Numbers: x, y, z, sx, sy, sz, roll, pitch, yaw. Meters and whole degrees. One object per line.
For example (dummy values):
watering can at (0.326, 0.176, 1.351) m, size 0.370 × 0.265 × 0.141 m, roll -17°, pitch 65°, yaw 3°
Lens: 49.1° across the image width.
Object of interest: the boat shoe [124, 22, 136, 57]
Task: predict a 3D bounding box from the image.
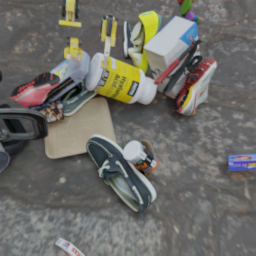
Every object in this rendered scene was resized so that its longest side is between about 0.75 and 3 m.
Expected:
boat shoe at (0.086, -3.812, 12.091) m, size 0.544 × 0.682 × 1.804 m, roll -2°, pitch 70°, yaw 0°

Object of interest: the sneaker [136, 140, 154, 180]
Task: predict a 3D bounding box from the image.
sneaker at (0.487, 1.050, 8.562) m, size 0.477 × 1.355 × 0.512 m, roll 8°, pitch 21°, yaw 32°

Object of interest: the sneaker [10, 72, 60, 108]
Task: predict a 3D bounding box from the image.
sneaker at (-2.674, -1.103, 8.459) m, size 1.677 × 0.727 × 0.618 m, roll -19°, pitch 44°, yaw 17°

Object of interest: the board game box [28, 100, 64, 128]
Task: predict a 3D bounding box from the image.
board game box at (-2.613, -0.449, 9.012) m, size 1.066 × 0.722 × 0.184 m, roll -18°, pitch 47°, yaw -25°

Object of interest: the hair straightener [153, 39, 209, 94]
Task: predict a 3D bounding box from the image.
hair straightener at (1.860, -1.941, 9.060) m, size 0.927 × 0.493 × 2.409 m, roll 46°, pitch 72°, yaw -19°

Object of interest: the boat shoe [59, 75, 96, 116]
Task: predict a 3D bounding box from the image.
boat shoe at (-1.669, -1.388, 9.947) m, size 0.799 × 0.678 × 2.195 m, roll 24°, pitch 60°, yaw 24°

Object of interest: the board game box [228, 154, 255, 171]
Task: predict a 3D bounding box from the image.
board game box at (3.731, 1.041, 8.574) m, size 1.230 × 0.827 × 0.275 m, roll -6°, pitch 96°, yaw 22°

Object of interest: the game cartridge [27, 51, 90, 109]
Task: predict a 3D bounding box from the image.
game cartridge at (-2.335, -1.593, 9.417) m, size 2.412 × 0.488 × 1.608 m, roll -31°, pitch 30°, yaw 18°

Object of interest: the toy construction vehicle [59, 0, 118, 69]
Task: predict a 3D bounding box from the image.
toy construction vehicle at (-1.098, -2.529, 7.622) m, size 1.566 × 1.799 × 0.634 m, roll 6°, pitch 35°, yaw -13°

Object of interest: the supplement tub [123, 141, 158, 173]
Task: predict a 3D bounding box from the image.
supplement tub at (0.360, 0.813, 7.611) m, size 0.594 × 0.969 × 0.594 m, roll -25°, pitch 45°, yaw 29°

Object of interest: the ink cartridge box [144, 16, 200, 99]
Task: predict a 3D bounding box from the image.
ink cartridge box at (1.683, -2.407, 9.973) m, size 0.974 × 2.312 × 1.688 m, roll 34°, pitch 75°, yaw 35°

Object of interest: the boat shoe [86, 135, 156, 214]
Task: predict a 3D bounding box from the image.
boat shoe at (-0.359, 1.322, 8.291) m, size 2.725 × 1.030 × 0.822 m, roll 41°, pitch 40°, yaw 13°

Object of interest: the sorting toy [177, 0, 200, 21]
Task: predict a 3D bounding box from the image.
sorting toy at (3.003, -5.806, 13.404) m, size 0.775 × 0.780 × 2.249 m, roll 10°, pitch 54°, yaw -22°

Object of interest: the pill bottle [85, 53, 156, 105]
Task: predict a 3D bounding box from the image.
pill bottle at (-0.219, -1.614, 9.851) m, size 2.339 × 1.302 × 1.302 m, roll 16°, pitch 54°, yaw -26°

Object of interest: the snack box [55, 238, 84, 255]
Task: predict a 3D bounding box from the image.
snack box at (-1.094, 3.366, 6.981) m, size 0.601 × 1.671 × 0.203 m, roll -7°, pitch 37°, yaw 49°

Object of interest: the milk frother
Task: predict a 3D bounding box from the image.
milk frother at (-4.655, -0.257, 8.533) m, size 2.561 × 2.838 × 2.670 m, roll -27°, pitch 65°, yaw -22°

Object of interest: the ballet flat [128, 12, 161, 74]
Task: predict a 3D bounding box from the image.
ballet flat at (0.426, -2.882, 9.796) m, size 0.819 × 2.444 × 0.817 m, roll -13°, pitch 54°, yaw -23°

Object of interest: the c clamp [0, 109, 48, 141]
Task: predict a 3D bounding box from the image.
c clamp at (-3.367, -0.114, 7.795) m, size 2.249 × 2.633 × 0.357 m, roll -4°, pitch 69°, yaw -9°

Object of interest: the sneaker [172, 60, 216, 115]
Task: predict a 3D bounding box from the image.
sneaker at (2.427, -1.419, 9.869) m, size 0.878 × 2.137 × 0.832 m, roll 24°, pitch 13°, yaw -30°

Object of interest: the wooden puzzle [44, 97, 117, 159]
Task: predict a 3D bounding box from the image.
wooden puzzle at (-1.714, 0.009, 9.775) m, size 2.321 × 0.537 × 2.149 m, roll -8°, pitch 57°, yaw -11°
